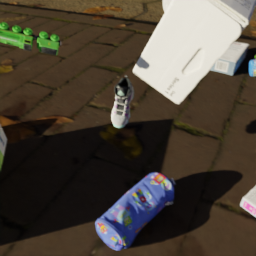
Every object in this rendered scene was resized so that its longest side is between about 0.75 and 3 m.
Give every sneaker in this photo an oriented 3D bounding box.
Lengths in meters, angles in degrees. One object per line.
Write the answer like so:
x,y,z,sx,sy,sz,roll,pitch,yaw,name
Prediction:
-0.172,-0.653,6.426,0.458,0.823,1.177,5,65,9,sneaker

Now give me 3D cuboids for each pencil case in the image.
0.224,1.715,5.903,0.826,0.742,1.901,40,51,22,pencil case

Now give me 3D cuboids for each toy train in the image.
-1.661,-1.407,4.438,1.171,0.244,0.330,8,65,-16,toy train

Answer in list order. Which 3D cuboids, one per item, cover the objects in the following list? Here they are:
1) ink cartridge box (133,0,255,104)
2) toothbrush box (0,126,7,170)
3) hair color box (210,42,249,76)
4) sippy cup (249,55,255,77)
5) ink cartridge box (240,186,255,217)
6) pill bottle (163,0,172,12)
1.502,-2.166,5.693,1.200,2.070,2.858,35,50,0,ink cartridge box
-4.095,1.046,5.989,2.169,1.283,2.980,-4,46,-6,toothbrush box
4.323,-3.046,12.005,1.043,0.639,2.108,21,44,25,hair color box
5.264,-2.386,11.073,0.840,0.900,1.146,-5,24,13,sippy cup
3.482,1.866,6.015,1.047,0.368,1.755,-27,43,-30,ink cartridge box
2.286,-4.430,9.506,2.023,1.211,1.211,-32,48,-25,pill bottle
